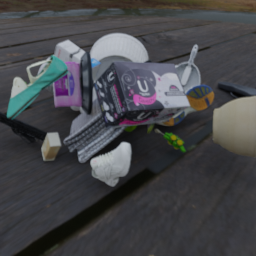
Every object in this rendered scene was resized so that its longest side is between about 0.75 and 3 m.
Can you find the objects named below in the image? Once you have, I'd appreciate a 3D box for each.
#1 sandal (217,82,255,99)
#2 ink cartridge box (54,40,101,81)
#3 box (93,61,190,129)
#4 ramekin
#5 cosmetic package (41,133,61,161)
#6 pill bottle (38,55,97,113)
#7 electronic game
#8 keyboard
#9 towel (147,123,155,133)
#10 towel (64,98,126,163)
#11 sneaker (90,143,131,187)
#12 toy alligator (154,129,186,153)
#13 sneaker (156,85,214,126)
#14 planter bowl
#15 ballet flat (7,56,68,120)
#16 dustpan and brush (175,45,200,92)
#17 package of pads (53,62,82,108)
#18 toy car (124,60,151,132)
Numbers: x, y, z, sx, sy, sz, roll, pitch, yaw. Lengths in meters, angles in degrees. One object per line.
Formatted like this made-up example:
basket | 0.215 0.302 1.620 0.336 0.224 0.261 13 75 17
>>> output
sandal | 5.588 -1.836 14.237 1.015 0.572 2.671 -1 19 -16
ink cartridge box | -2.016 -2.368 10.736 1.644 1.189 0.692 37 42 8
box | 0.419 -0.954 8.218 2.311 1.326 1.527 -7 72 -35
ramekin | -0.463 -2.657 12.646 2.771 2.771 1.454 1 42 2
cosmetic package | -2.528 0.631 9.141 0.354 0.997 0.524 -3 57 -31
pill bottle | -2.340 -1.737 12.000 2.764 1.574 1.574 38 40 8
electronic game | -1.323 -1.436 9.114 0.422 2.027 2.027 -2 29 -12
keyboard | -3.705 0.169 9.922 2.402 1.250 0.476 23 68 8
towel | 0.810 -0.355 9.993 0.114 0.721 1.004 14 39 -12
towel | -1.116 -0.180 9.639 2.297 0.983 1.902 -38 26 13
sneaker | -0.524 0.988 7.563 0.924 1.859 0.724 16 47 -14
toy alligator | 1.528 0.355 9.774 1.297 0.384 0.352 38 58 11
sneaker | 2.245 -0.959 11.577 2.761 1.039 1.217 -26 6 -20
planter bowl | 3.092 -0.048 8.141 1.165 1.730 1.730 2 28 22
ballet flat | -2.627 -1.207 7.641 2.215 0.780 0.746 -48 25 -23
dustpan and brush | 2.720 -2.652 12.634 1.494 2.141 0.613 22 18 13
package of pads | -1.936 -1.356 8.884 0.865 1.435 0.543 -2 16 -4
toy car | 0.300 -1.432 10.592 1.903 2.412 1.982 40 60 19
